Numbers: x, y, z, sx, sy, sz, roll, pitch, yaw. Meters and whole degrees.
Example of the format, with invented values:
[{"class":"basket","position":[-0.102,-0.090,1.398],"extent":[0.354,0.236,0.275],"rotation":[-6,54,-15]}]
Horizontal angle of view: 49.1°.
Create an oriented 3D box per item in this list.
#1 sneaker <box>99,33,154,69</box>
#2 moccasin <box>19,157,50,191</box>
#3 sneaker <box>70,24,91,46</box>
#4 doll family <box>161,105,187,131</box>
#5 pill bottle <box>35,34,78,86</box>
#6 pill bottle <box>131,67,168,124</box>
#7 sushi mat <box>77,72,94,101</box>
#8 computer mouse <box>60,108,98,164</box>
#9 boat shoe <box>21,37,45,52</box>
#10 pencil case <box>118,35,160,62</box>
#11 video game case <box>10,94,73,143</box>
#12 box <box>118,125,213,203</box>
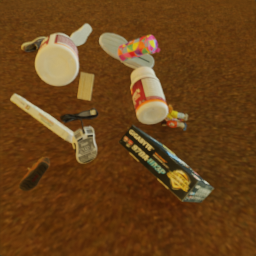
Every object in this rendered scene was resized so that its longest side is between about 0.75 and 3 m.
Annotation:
[{"class":"sneaker","position":[-0.156,-3.044,11.735],"extent":[2.502,0.886,0.914],"rotation":[26,76,-23]},{"class":"moccasin","position":[-2.360,1.157,7.054],"extent":[0.406,1.109,0.428],"rotation":[31,16,-17]},{"class":"sneaker","position":[-2.198,-3.788,11.981],"extent":[0.862,0.549,1.491],"rotation":[-21,28,42]},{"class":"doll family","position":[1.455,-0.444,9.661],"extent":[0.990,0.719,1.596],"rotation":[12,9,-1]},{"class":"pill bottle","position":[-2.488,-2.542,10.008],"extent":[1.382,1.382,2.421],"rotation":[-7,30,-7]},{"class":"pill bottle","position":[0.610,-1.066,8.925],"extent":[0.966,0.966,1.764],"rotation":[-6,53,-7]},{"class":"sushi mat","position":[-1.642,-1.583,10.783],"extent":[0.513,1.073,0.065],"rotation":[8,23,-10]},{"class":"computer mouse","position":[-1.139,0.221,6.887],"extent":[0.890,1.623,0.356],"rotation":[-20,44,-24]},{"class":"boat shoe","position":[-4.720,-4.204,14.296],"extent":[1.376,0.495,0.446],"rotation":[-27,57,-22]},{"class":"pencil case","position":[0.279,-2.321,8.276],"extent":[1.251,0.553,0.553],"rotation":[-1,36,41]},{"class":"video game case","position":[-2.062,-0.082,7.912],"extent":[1.889,2.076,0.238],"rotation":[34,85,14]},{"class":"box","position":[1.084,1.022,7.296],"extent":[2.052,2.582,0.594],"rotation":[42,94,28]}]
